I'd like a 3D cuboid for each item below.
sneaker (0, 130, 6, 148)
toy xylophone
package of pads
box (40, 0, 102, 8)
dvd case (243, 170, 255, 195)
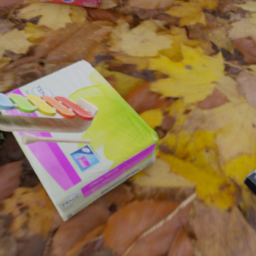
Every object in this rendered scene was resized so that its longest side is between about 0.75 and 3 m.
[{"bbox_3d":[-3.090,0.304,5.853,0.691,0.668,1.656,-2,52,6],"label":"sneaker"},{"bbox_3d":[-1.007,-0.153,3.409,1.057,0.363,1.444,28,19,39],"label":"toy xylophone"},{"bbox_3d":[-1.062,-0.008,5.833,2.308,1.019,2.988,-30,58,-21],"label":"package of pads"},{"bbox_3d":[-1.981,-5.014,9.688,2.208,1.101,1.054,10,53,8],"label":"box"},{"bbox_3d":[3.922,1.097,5.416,2.648,0.327,1.990,-26,56,-19],"label":"dvd case"}]
